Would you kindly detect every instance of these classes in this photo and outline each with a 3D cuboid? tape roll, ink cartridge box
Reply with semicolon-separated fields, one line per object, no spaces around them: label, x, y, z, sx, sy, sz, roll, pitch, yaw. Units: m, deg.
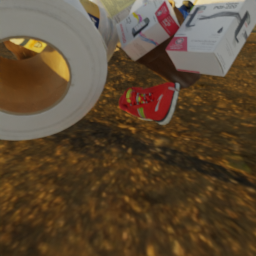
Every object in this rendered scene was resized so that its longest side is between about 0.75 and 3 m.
tape roll;-1.978;-1.410;5.099;2.831;2.831;1.944;-9;46;-19
ink cartridge box;0.407;-2.171;6.031;1.224;0.524;0.904;-29;50;23
ink cartridge box;1.660;-1.872;5.460;1.160;0.675;1.593;20;71;46

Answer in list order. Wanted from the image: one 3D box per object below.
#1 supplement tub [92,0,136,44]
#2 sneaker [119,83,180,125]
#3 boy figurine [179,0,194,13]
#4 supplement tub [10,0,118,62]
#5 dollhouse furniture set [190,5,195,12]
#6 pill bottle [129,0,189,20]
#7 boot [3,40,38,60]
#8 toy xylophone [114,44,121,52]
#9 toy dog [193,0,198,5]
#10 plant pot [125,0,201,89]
supplement tub;-0.224;-3.803;9.229;2.232;1.618;1.618;-32;25;4
sneaker;0.274;-0.432;4.800;0.734;0.666;1.729;16;-9;-18
boy figurine;1.466;-3.316;9.543;1.303;2.096;0.675;39;6;-22
supplement tub;-1.674;-2.682;7.428;2.503;1.808;1.808;16;11;-37
dollhouse furniture set;2.738;-3.062;7.125;2.150;1.409;1.079;-45;64;-4
pill bottle;1.211;-2.988;8.465;2.340;1.313;1.313;14;17;-25
boot;-3.178;-2.750;9.005;1.000;2.846;2.081;-4;20;-3
toy xylophone;-0.248;-3.535;11.564;0.901;0.309;1.230;-33;10;14
toy dog;2.367;-4.206;10.908;2.101;1.385;1.012;-25;32;-7
plant pot;1.145;-2.024;7.284;1.724;1.742;1.742;34;13;-22
